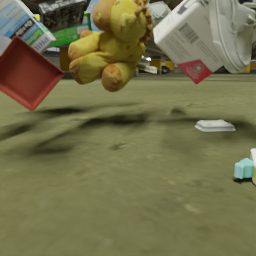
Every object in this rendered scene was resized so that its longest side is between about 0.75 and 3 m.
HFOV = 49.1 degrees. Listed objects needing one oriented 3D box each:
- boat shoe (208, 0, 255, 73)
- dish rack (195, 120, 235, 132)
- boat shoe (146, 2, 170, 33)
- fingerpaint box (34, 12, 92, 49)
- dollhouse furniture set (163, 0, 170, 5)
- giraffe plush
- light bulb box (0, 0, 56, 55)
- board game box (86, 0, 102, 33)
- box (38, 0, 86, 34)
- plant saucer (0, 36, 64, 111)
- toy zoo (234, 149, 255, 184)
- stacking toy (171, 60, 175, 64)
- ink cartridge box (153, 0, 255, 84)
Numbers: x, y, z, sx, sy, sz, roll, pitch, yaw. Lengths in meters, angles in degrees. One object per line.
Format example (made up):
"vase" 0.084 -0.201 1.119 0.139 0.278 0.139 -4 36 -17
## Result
"boat shoe" 2.267 -2.379 5.709 0.904 2.510 0.860 -21 16 -34
"dish rack" 2.640 -0.086 8.532 1.029 0.224 0.883 -2 13 -6
"boat shoe" 0.307 -3.630 9.419 2.453 0.904 0.787 -24 -19 -7
"fingerpaint box" -3.053 -3.545 10.178 2.703 0.992 2.255 -27 35 -37
"dollhouse furniture set" 0.771 -3.165 4.742 0.810 1.057 1.614 19 -37 -22
"giraffe plush" -0.273 -2.593 7.914 2.799 2.270 2.415 -2 56 -11
"light bulb box" -2.166 -1.668 5.089 1.175 1.185 0.740 -41 20 7
"board game box" -0.860 -4.310 12.006 2.179 1.648 0.399 25 6 -20
"box" -1.569 -2.698 6.695 1.077 0.268 0.849 -27 -8 -21
"plant saucer" -1.792 -0.929 4.890 0.984 0.982 0.181 37 18 -26
"toy zoo" 3.187 0.776 4.257 2.995 0.306 1.965 2 13 8
"stacking toy" 1.895 -3.216 10.531 0.757 0.757 1.772 0 54 -1
"ink cartridge box" 2.380 -2.904 8.019 1.964 2.713 1.144 37 32 -26
